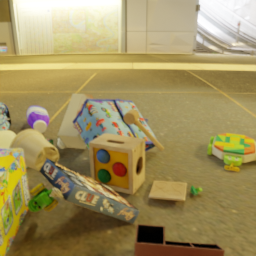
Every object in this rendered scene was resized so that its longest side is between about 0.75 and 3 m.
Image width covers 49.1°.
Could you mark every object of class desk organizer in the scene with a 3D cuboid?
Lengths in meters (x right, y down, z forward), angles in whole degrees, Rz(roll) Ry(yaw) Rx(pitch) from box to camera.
[{"bbox_3d":[0.944,2.345,5.393,1.660,0.639,0.595,2,20,6],"label":"desk organizer"}]

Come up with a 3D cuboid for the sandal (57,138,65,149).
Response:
[{"bbox_3d":[-2.576,0.529,10.864,0.259,0.428,1.053,-39,12,13],"label":"sandal"}]

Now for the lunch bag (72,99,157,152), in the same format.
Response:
[{"bbox_3d":[-0.222,0.029,9.942,2.695,1.268,2.029,-12,60,-46],"label":"lunch bag"}]

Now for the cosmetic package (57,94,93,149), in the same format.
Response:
[{"bbox_3d":[-1.867,-0.260,10.651,0.829,0.982,1.900,5,61,13],"label":"cosmetic package"}]

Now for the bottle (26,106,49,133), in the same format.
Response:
[{"bbox_3d":[-4.039,-0.378,12.573,0.934,0.730,2.237,12,14,-24],"label":"bottle"}]

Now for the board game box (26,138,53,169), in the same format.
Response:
[{"bbox_3d":[-3.567,0.838,9.706,1.153,0.250,1.714,6,30,21],"label":"board game box"}]

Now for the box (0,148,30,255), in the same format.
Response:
[{"bbox_3d":[-3.792,1.669,5.760,2.695,1.644,2.595,-1,20,-1],"label":"box"}]

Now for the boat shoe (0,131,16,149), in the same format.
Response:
[{"bbox_3d":[-4.487,0.899,8.551,0.738,0.882,2.469,-29,11,42],"label":"boat shoe"}]

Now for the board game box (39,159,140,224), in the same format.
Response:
[{"bbox_3d":[-0.848,1.471,6.411,2.078,0.359,1.408,35,-7,-41],"label":"board game box"}]

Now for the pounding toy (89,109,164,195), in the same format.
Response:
[{"bbox_3d":[-0.070,0.641,7.692,1.907,2.170,0.993,8,20,24],"label":"pounding toy"}]

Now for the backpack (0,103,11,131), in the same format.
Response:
[{"bbox_3d":[-5.821,-0.251,11.692,1.633,1.203,1.789,-5,22,-14],"label":"backpack"}]

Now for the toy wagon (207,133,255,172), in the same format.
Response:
[{"bbox_3d":[3.747,0.804,9.854,1.803,0.460,2.324,7,21,20],"label":"toy wagon"}]

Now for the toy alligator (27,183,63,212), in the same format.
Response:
[{"bbox_3d":[-1.823,1.533,5.879,0.524,0.572,1.930,-41,6,-28],"label":"toy alligator"}]

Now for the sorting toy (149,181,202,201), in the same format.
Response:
[{"bbox_3d":[1.317,1.756,7.638,1.371,0.202,1.013,2,15,15],"label":"sorting toy"}]

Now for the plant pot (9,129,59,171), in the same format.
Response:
[{"bbox_3d":[-2.489,0.705,7.683,1.016,1.110,1.110,20,28,37],"label":"plant pot"}]
